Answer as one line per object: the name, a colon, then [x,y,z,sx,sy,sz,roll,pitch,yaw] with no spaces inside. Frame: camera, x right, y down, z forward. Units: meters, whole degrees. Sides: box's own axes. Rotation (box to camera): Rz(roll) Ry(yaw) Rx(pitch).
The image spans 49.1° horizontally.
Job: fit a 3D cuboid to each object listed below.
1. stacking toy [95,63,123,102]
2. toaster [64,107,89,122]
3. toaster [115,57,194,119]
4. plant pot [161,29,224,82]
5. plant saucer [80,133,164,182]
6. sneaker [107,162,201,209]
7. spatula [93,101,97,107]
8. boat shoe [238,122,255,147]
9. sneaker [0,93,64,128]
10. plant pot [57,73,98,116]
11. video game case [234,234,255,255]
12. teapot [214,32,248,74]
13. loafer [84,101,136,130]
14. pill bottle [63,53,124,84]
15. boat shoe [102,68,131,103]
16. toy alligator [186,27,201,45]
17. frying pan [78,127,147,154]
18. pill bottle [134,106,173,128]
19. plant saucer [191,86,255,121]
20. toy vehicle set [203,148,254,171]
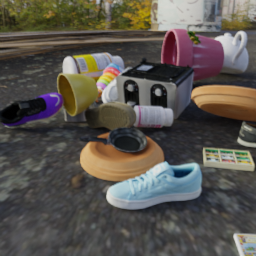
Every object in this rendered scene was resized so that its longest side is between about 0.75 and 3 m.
stacking toy: [-1.013,-1.775,12.176,2.045,1.187,1.122,-48,12,-35]
toaster: [-1.828,-0.639,10.120,0.898,0.589,0.993,-3,24,-6]
toaster: [1.100,-1.582,10.797,2.376,1.559,2.628,13,32,24]
plant pot: [3.154,-3.406,13.720,2.454,2.742,2.742,-3,24,-9]
plant saucer: [-0.158,0.635,7.462,2.227,0.417,2.227,0,24,0]
sneaker: [0.559,1.089,5.888,2.064,0.846,0.763,-6,24,-15]
spatula: [-1.227,-0.746,10.561,0.145,0.399,1.411,26,19,-23]
boat shoe: [4.301,0.195,8.081,2.080,0.703,0.747,4,16,5]
sneaker: [-3.126,-0.598,8.990,2.134,0.742,1.061,-23,-10,-7]
plant pot: [-1.577,-1.187,9.221,0.992,1.397,1.397,-20,31,-30]
video game case: [2.288,2.083,4.566,0.900,0.103,0.819,1,24,5]
teapot: [5.452,-4.229,15.653,2.780,2.030,2.744,14,9,36]
loafer: [-0.504,-0.443,8.750,0.799,0.901,2.370,-27,20,-35]
pill bottle: [-1.674,-2.876,13.997,2.844,1.554,1.554,-14,27,-29]
boat shoe: [-0.365,-1.730,11.267,0.775,0.688,2.106,33,52,-10]
toy alligator: [2.371,-3.420,10.434,0.234,0.976,0.323,-14,52,43]
frying pan: [-0.287,0.414,7.125,1.702,0.277,1.029,-17,42,-32]
pill bottle: [0.800,-0.354,9.133,1.207,0.684,0.684,1,23,-10]
plant saucer: [3.477,-0.684,8.895,2.952,0.476,2.952,12,-4,1]
toy vehicle set: [2.604,0.813,7.364,1.203,0.159,0.748,4,24,9]
